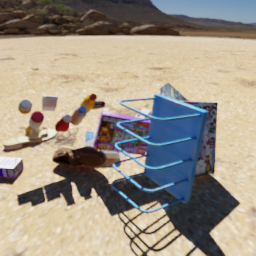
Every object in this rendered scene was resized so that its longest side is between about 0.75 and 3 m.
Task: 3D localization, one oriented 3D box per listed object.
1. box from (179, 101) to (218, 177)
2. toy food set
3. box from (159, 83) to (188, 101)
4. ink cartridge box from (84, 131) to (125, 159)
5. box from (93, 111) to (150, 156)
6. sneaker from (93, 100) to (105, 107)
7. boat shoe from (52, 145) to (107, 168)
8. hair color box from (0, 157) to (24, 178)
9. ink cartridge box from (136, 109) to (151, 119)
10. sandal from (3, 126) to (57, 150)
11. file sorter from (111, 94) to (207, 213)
[{"bbox_3d":[2.218,0.365,9.301,1.702,2.486,0.496,-3,6,-34],"label":"box"},{"bbox_3d":[-2.407,-0.629,9.769,2.609,1.245,1.174,3,-21,-26],"label":"toy food set"},{"bbox_3d":[1.935,-0.668,10.852,1.525,0.493,1.933,35,35,-30],"label":"box"},{"bbox_3d":[-0.866,0.663,10.833,1.585,0.538,0.912,2,63,-3],"label":"ink cartridge box"},{"bbox_3d":[-0.150,0.222,9.548,1.859,1.272,0.364,9,22,-17],"label":"box"},{"bbox_3d":[-1.758,-1.393,15.945,0.999,0.403,0.373,-16,32,-33],"label":"sneaker"},{"bbox_3d":[-1.775,1.118,10.015,2.144,0.772,0.724,3,31,26],"label":"boat shoe"},{"bbox_3d":[-4.491,1.381,9.944,1.299,0.421,0.710,1,24,8],"label":"hair color box"},{"bbox_3d":[0.602,-0.264,12.616,0.428,0.735,1.017,24,54,30],"label":"ink cartridge box"},{"bbox_3d":[-4.171,0.190,12.054,2.403,0.790,0.881,-20,32,-37],"label":"sandal"},{"bbox_3d":[0.710,0.685,8.162,1.761,2.871,1.992,-9,25,-35],"label":"file sorter"}]
